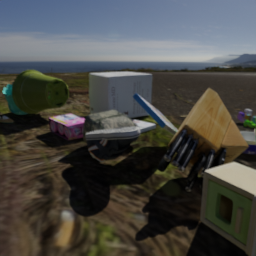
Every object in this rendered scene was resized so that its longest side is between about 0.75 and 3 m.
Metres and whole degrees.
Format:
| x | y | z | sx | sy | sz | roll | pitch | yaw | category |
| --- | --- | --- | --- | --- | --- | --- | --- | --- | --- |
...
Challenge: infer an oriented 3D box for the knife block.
| x | y | z | sx | sy | sz | roll | pitch | yaw | category |
| --- | --- | --- | --- | --- | --- | --- | --- | --- | --- |
| 1.572 | 0.152 | 6.939 | 2.438 | 0.889 | 2.778 | 5 | 50 | -27 | knife block |

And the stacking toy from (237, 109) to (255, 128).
| x | y | z | sx | sy | sz | roll | pitch | yaw | category |
| --- | --- | --- | --- | --- | --- | --- | --- | --- | --- |
| 5.328 | -0.335 | 12.370 | 1.555 | 0.484 | 2.062 | -8 | 19 | -21 | stacking toy |

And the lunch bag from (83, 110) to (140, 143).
| x | y | z | sx | sy | sz | roll | pitch | yaw | category |
| --- | --- | --- | --- | --- | --- | --- | --- | --- | --- |
| -0.544 | 0.135 | 9.414 | 1.571 | 1.095 | 1.318 | -13 | 33 | -40 | lunch bag |

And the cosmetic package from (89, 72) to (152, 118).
| x | y | z | sx | sy | sz | roll | pitch | yaw | category |
| --- | --- | --- | --- | --- | --- | --- | --- | --- | --- |
| -0.410 | -1.670 | 14.041 | 2.513 | 2.103 | 2.090 | -10 | 19 | -32 | cosmetic package |

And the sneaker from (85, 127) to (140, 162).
| x | y | z | sx | sy | sz | roll | pitch | yaw | category |
| --- | --- | --- | --- | --- | --- | --- | --- | --- | --- |
| -0.387 | 0.451 | 7.641 | 0.851 | 0.861 | 2.169 | -13 | 4 | -35 | sneaker |

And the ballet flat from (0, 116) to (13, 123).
| x | y | z | sx | sy | sz | roll | pitch | yaw | category |
| --- | --- | --- | --- | --- | --- | --- | --- | --- | --- |
| -5.757 | -0.394 | 12.715 | 1.060 | 0.334 | 0.364 | 0 | 15 | 0 | ballet flat |

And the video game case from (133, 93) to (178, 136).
| x | y | z | sx | sy | sz | roll | pitch | yaw | category |
| --- | --- | --- | --- | --- | --- | --- | --- | --- | --- |
| 1.047 | -0.304 | 9.117 | 1.470 | 0.183 | 2.054 | 49 | 11 | 28 | video game case |

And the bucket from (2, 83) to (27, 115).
| x | y | z | sx | sy | sz | roll | pitch | yaw | category |
| --- | --- | --- | --- | --- | --- | --- | --- | --- | --- |
| -5.484 | -1.614 | 14.676 | 1.898 | 1.235 | 1.898 | -5 | 34 | 4 | bucket |

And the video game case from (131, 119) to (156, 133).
| x | y | z | sx | sy | sz | roll | pitch | yaw | category |
| --- | --- | --- | --- | --- | --- | --- | --- | --- | --- |
| 0.002 | -0.047 | 11.645 | 1.588 | 0.207 | 1.745 | 13 | 19 | 41 | video game case |

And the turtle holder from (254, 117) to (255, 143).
| x | y | z | sx | sy | sz | roll | pitch | yaw | category |
| --- | --- | --- | --- | --- | --- | --- | --- | --- | --- |
| 4.207 | 0.248 | 7.437 | 1.918 | 1.792 | 2.524 | -3 | 14 | -7 | turtle holder |

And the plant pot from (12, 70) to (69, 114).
| x | y | z | sx | sy | sz | roll | pitch | yaw | category |
| --- | --- | --- | --- | --- | --- | --- | --- | --- | --- |
| -4.078 | -1.723 | 13.636 | 2.121 | 2.233 | 2.233 | 7 | 16 | 38 | plant pot |

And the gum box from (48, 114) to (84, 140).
| x | y | z | sx | sy | sz | roll | pitch | yaw | category |
| --- | --- | --- | --- | --- | --- | --- | --- | --- | --- |
| -2.235 | -0.052 | 10.852 | 1.006 | 0.586 | 1.773 | -14 | 20 | -36 | gum box |

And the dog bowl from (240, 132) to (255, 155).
| x | y | z | sx | sy | sz | roll | pitch | yaw | category |
| --- | --- | --- | --- | --- | --- | --- | --- | --- | --- |
| 4.001 | 0.481 | 9.176 | 1.139 | 0.449 | 1.139 | 0 | 14 | 0 | dog bowl |

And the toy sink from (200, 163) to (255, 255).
| x | y | z | sx | sy | sz | roll | pitch | yaw | category |
| --- | --- | --- | --- | --- | --- | --- | --- | --- | --- |
| 2.070 | 1.378 | 4.642 | 0.897 | 1.043 | 1.601 | -9 | 18 | -30 | toy sink |
